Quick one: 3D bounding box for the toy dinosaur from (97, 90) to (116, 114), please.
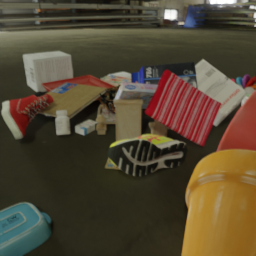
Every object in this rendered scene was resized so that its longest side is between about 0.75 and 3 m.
[{"bbox_3d":[-0.737,-0.924,10.539,1.279,0.868,0.653,8,41,24],"label":"toy dinosaur"}]

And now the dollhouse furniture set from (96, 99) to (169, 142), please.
[{"bbox_3d":[0.075,-0.766,10.347,2.461,1.409,2.885,-1,25,-2],"label":"dollhouse furniture set"}]

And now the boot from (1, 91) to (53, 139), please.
[{"bbox_3d":[-3.385,-0.579,9.766,1.742,0.874,2.415,-21,34,-14],"label":"boot"}]

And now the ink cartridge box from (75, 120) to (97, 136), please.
[{"bbox_3d":[-1.493,-0.016,10.087,0.435,0.250,0.750,18,30,30],"label":"ink cartridge box"}]

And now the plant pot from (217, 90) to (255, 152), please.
[{"bbox_3d":[3.708,0.694,5.914,2.878,2.878,2.546,-20,42,-37],"label":"plant pot"}]

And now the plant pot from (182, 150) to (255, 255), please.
[{"bbox_3d":[1.755,1.741,4.492,2.086,2.086,1.910,13,43,27],"label":"plant pot"}]

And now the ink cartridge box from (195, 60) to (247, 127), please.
[{"bbox_3d":[3.101,-1.338,10.620,1.548,0.901,2.125,-40,70,-20],"label":"ink cartridge box"}]

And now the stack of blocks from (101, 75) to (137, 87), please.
[{"bbox_3d":[-0.462,-2.175,14.347,2.010,0.589,1.157,18,30,34],"label":"stack of blocks"}]

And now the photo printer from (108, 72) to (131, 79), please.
[{"bbox_3d":[-0.471,-2.778,15.808,1.320,0.458,1.098,-20,32,-36],"label":"photo printer"}]

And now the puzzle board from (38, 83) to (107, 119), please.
[{"bbox_3d":[-2.503,-1.168,11.542,2.187,0.252,2.902,11,32,23],"label":"puzzle board"}]

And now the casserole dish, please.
[{"bbox_3d":[-2.472,2.075,5.441,2.008,0.389,1.216,-20,32,-38],"label":"casserole dish"}]

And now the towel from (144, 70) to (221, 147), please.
[{"bbox_3d":[1.751,-0.623,8.730,2.234,1.616,0.251,29,-11,-11],"label":"towel"}]

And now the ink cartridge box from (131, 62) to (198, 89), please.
[{"bbox_3d":[1.256,-1.685,10.118,2.378,1.183,0.466,-5,-19,7],"label":"ink cartridge box"}]

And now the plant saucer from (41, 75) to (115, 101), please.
[{"bbox_3d":[-2.370,-1.823,13.638,2.796,0.514,2.801,-18,31,-33],"label":"plant saucer"}]

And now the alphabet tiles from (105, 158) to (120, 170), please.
[{"bbox_3d":[0.195,0.901,8.349,1.546,0.058,1.293,3,25,7],"label":"alphabet tiles"}]

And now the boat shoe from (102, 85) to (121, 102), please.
[{"bbox_3d":[-0.289,-1.686,12.837,2.092,0.753,0.711,-17,61,-33],"label":"boat shoe"}]

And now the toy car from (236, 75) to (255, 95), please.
[{"bbox_3d":[5.784,-2.050,13.575,1.192,1.022,1.362,-23,33,-39],"label":"toy car"}]

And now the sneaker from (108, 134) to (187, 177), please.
[{"bbox_3d":[0.407,0.645,7.657,2.516,0.983,1.136,5,15,-39],"label":"sneaker"}]

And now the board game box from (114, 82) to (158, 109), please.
[{"bbox_3d":[0.368,-1.041,9.351,1.463,0.302,1.466,2,-17,-13],"label":"board game box"}]

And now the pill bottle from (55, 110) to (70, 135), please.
[{"bbox_3d":[-2.250,-0.176,9.609,0.468,0.818,0.468,-6,-3,0],"label":"pill bottle"}]

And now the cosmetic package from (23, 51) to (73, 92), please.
[{"bbox_3d":[-4.194,-3.009,14.804,2.042,1.708,1.698,-16,28,-31],"label":"cosmetic package"}]

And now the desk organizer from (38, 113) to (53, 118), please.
[{"bbox_3d":[-3.416,-0.744,11.538,1.044,0.374,0.402,15,26,29],"label":"desk organizer"}]

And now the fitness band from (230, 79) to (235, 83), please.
[{"bbox_3d":[4.272,-2.012,13.302,1.463,0.381,2.036,-12,4,29],"label":"fitness band"}]

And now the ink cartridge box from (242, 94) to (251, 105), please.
[{"bbox_3d":[6.639,-0.916,11.554,2.952,0.739,2.375,-14,28,-23],"label":"ink cartridge box"}]
